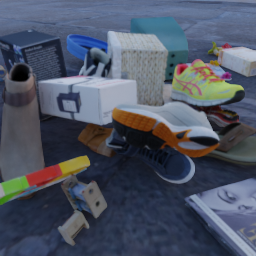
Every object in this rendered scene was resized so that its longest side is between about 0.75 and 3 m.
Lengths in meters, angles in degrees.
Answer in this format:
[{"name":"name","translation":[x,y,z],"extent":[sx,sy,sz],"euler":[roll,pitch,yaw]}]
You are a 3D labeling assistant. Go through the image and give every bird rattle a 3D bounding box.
[{"name":"bird rattle","translation":[4.918,-4.018,14.772],"extent":[1.298,0.731,1.058],"euler":[7,41,-13]}]

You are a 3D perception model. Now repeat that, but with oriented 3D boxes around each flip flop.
[{"name":"flip flop","translation":[2.548,0.245,7.065],"extent":[2.795,0.805,1.134],"euler":[8,31,30]}]

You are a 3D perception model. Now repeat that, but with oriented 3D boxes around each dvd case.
[{"name":"dvd case","translation":[2.760,1.623,5.414],"extent":[2.664,0.213,1.981],"euler":[-12,25,-18]}]

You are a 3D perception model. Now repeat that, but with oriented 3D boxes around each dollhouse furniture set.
[{"name":"dollhouse furniture set","translation":[-1.055,1.505,5.326],"extent":[0.698,0.694,0.990],"euler":[6,38,41]}]

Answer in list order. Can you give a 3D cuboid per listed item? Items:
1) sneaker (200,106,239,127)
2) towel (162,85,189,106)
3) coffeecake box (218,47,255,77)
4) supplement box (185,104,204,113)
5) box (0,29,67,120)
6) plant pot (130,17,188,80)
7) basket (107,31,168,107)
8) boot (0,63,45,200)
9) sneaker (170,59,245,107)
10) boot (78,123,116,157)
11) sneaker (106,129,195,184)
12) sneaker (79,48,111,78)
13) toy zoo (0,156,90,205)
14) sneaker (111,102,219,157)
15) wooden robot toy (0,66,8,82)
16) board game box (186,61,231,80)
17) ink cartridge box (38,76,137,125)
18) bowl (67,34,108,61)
[{"name":"sneaker","translation":[2.744,-0.323,8.616],"extent":[0.537,0.567,1.379],"euler":[-38,44,-15]},{"name":"towel","translation":[1.741,-1.169,10.146],"extent":[1.107,0.288,1.670],"euler":[1,33,-2]},{"name":"coffeecake box","translation":[5.400,-3.108,12.953],"extent":[1.488,0.708,1.938],"euler":[-14,34,-22]},{"name":"supplement box","translation":[1.671,-0.324,8.544],"extent":[1.094,0.565,0.716],"euler":[-5,31,-6]},{"name":"box","translation":[-2.931,-1.739,9.000],"extent":[1.265,2.362,1.753],"euler":[-28,39,-32]},{"name":"plant pot","translation":[1.403,-3.348,12.293],"extent":[2.027,2.028,2.869],"euler":[-7,40,-12]},{"name":"basket","translation":[0.209,-2.029,9.783],"extent":[1.802,2.221,2.241],"euler":[-1,31,-7]},{"name":"boot","translation":[-2.528,-0.131,6.558],"extent":[1.031,2.147,2.936],"euler":[-4,36,-24]},{"name":"sneaker","translation":[2.202,-1.380,8.414],"extent":[1.141,1.318,2.919],"euler":[-9,17,-27]},{"name":"boot","translation":[-0.582,0.117,7.760],"extent":[1.108,0.528,1.432],"euler":[24,42,22]},{"name":"sneaker","translation":[0.385,0.512,6.345],"extent":[1.495,0.787,2.069],"euler":[28,1,-42]},{"name":"sneaker","translation":[-1.186,-2.314,10.512],"extent":[1.020,1.662,2.555],"euler":[20,28,-12]},{"name":"toy zoo","translation":[-1.695,1.030,5.450],"extent":[2.149,0.220,1.410],"euler":[-16,-12,-45]},{"name":"sneaker","translation":[0.763,-0.142,6.084],"extent":[2.444,0.925,1.124],"euler":[16,44,-22]},{"name":"wooden robot toy","translation":[-4.735,-2.166,11.439],"extent":[1.903,0.838,0.863],"euler":[-20,47,-28]},{"name":"board game box","translation":[3.335,-2.613,12.588],"extent":[2.003,0.259,2.004],"euler":[-1,31,-3]},{"name":"ink cartridge box","translation":[-1.056,-0.823,7.514],"extent":[2.182,0.920,1.579],"euler":[11,21,34]},{"name":"bowl","translation":[-1.457,-3.567,13.091],"extent":[2.865,0.562,2.865],"euler":[17,27,-9]}]
